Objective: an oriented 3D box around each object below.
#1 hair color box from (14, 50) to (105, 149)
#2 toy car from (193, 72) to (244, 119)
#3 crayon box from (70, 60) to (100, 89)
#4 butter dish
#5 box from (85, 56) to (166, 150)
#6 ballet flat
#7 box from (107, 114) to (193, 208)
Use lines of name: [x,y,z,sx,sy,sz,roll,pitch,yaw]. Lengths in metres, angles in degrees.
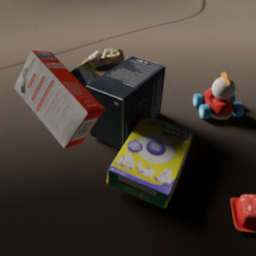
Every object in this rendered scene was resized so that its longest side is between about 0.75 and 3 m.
hair color box: [-1.500,-0.629,5.952,1.904,1.056,0.609,47,30,14]
toy car: [3.060,-1.202,9.253,1.403,1.523,1.347,-3,38,-5]
crayon box: [-1.410,-1.771,9.508,0.334,0.814,1.295,-25,17,22]
butter dish: [2.790,1.774,6.130,0.885,0.656,0.887,6,38,6]
box: [-0.018,-0.826,8.496,1.274,1.765,2.379,23,43,24]
ballet flat: [-1.145,-3.147,12.444,2.036,0.665,0.718,-18,46,-20]
box: [0.721,0.630,7.366,1.562,0.644,2.663,20,43,13]
